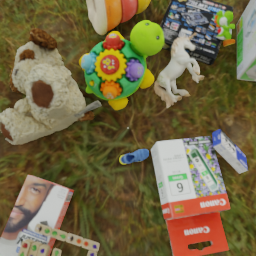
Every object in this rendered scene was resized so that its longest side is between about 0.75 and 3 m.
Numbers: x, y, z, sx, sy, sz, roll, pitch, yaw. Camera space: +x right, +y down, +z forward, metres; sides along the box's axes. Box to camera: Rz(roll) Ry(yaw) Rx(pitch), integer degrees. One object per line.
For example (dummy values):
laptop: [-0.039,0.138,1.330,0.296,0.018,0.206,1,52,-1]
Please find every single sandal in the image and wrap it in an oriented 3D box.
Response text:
sandal: [0.185,0.820,7.893,0.868,0.378,0.345,-20,83,-6]

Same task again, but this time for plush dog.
plush dog: [-2.220,-1.214,7.569,2.335,2.911,2.500,-13,74,-46]

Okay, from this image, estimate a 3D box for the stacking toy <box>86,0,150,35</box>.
stacking toy: [0.038,-4.012,8.576,2.567,1.876,1.876,-15,75,-11]

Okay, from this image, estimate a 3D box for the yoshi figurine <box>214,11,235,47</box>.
yoshi figurine: [2.988,-3.026,8.380,0.583,0.585,1.041,-27,102,-38]

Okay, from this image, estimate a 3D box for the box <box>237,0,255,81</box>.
box: [4.001,-2.702,7.875,1.117,2.310,2.038,6,76,2]

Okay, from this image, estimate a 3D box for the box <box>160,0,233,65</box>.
box: [2.090,-3.247,8.971,1.997,0.496,1.982,20,75,6]

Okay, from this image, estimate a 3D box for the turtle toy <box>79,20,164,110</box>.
turtle toy: [-0.164,-1.848,7.770,2.685,1.357,1.957,-39,87,7]

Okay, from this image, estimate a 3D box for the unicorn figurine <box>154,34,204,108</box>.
unicorn figurine: [1.506,-1.739,8.152,2.131,0.787,1.464,-44,62,11]

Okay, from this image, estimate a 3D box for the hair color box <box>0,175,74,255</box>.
hair color box: [-2.411,2.456,7.278,1.203,0.694,2.170,18,76,5]

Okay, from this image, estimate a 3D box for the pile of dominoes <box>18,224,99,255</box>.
pile of dominoes: [-1.704,3.154,6.571,1.756,0.280,1.368,15,81,6]

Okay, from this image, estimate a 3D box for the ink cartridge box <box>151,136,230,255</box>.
ink cartridge box: [1.667,1.735,7.235,1.585,0.733,2.910,-5,69,-12]

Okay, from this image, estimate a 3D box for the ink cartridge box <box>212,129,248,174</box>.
ink cartridge box: [2.731,0.632,7.496,1.216,0.269,0.572,42,38,-21]
